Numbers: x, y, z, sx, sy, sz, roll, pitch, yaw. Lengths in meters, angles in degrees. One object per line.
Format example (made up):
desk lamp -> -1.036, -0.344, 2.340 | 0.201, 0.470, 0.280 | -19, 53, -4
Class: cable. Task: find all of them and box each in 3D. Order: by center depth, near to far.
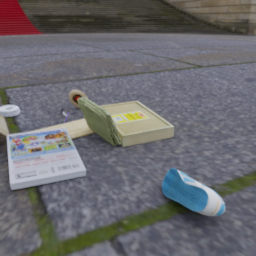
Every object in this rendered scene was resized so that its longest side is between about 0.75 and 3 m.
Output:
cable -> -4.818, -0.686, 11.368 | 0.803, 0.278, 0.803 | -2, 24, -6

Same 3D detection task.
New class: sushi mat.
sushi mat -> -2.116, 0.105, 9.712 | 2.600, 0.157, 1.244 | -16, 28, -32

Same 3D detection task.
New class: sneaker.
sneaker -> 1.348, 1.432, 6.159 | 0.693, 0.657, 1.716 | 27, 2, -27

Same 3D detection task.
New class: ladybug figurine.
ladybug figurine -> -2.095, -1.222, 11.879 | 0.676, 0.996, 0.358 | -40, 31, 5

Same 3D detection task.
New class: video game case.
video game case -> -2.404, 0.734, 7.920 | 1.824, 0.230, 2.547 | -8, 29, -21

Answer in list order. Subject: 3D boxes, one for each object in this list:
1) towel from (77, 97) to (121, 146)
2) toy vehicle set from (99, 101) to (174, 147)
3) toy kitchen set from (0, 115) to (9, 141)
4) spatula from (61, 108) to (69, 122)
towel -> -0.922, -0.225, 8.935 | 0.327, 1.330, 1.792 | -36, 41, -24
toy vehicle set -> 0.109, -0.268, 10.250 | 1.858, 0.396, 2.991 | -9, 25, -20
toy kitchen set -> -4.623, 0.487, 8.184 | 1.892, 1.544, 1.707 | -19, -8, -9
spatula -> -2.496, -0.552, 10.946 | 0.145, 0.400, 1.415 | 15, 13, -28
